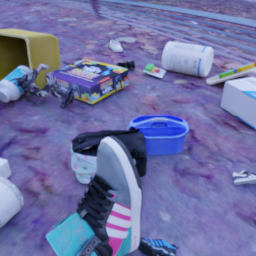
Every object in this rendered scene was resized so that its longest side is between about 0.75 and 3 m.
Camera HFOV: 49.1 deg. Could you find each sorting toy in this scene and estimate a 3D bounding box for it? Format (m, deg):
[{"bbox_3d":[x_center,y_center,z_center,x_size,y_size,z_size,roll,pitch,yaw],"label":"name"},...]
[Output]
[{"bbox_3d":[5.395,-2.675,12.901,2.581,0.509,2.789,-23,11,-30],"label":"sorting toy"}]

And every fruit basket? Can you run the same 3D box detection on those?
[{"bbox_3d":[1.350,-2.872,14.394,1.000,0.469,0.927,25,39,5],"label":"fruit basket"}]

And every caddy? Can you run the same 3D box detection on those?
[{"bbox_3d":[0.978,0.119,9.064,1.917,1.006,1.355,-2,32,-2],"label":"caddy"}]

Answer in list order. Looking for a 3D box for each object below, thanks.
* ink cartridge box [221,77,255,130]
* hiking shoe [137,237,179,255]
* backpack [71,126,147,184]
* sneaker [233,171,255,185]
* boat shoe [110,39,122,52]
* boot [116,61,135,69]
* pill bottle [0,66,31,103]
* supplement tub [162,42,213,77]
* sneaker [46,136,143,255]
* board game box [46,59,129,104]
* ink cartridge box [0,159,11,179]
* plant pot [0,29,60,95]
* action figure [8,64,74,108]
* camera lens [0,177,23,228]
[{"bbox_3d":[5.405,-1.124,10.805,2.786,1.196,2.040,-10,34,-20],"label":"ink cartridge box"},{"bbox_3d":[0.584,2.530,5.960,0.923,0.343,0.400,21,29,13],"label":"hiking shoe"},{"bbox_3d":[-0.548,0.788,7.735,2.068,1.309,1.726,-1,21,0],"label":"backpack"},{"bbox_3d":[3.316,1.342,7.707,0.861,0.338,0.342,-3,54,-3],"label":"sneaker"},{"bbox_3d":[-0.778,-5.340,17.954,0.566,0.653,1.532,-12,34,-18],"label":"boat shoe"},{"bbox_3d":[-0.118,-3.219,14.684,0.952,0.479,1.274,-1,29,7],"label":"boot"},{"bbox_3d":[-4.848,-1.840,12.041,0.958,0.958,1.728,12,46,19],"label":"pill bottle"},{"bbox_3d":[3.037,-3.512,14.308,2.265,1.495,1.495,18,37,25],"label":"supplement tub"},{"bbox_3d":[-0.691,1.580,5.139,1.647,2.727,1.140,-21,31,-31],"label":"sneaker"},{"bbox_3d":[-1.831,-2.221,12.718,2.916,0.827,2.410,21,39,34],"label":"board game box"},{"bbox_3d":[-3.993,1.362,7.508,0.978,0.567,1.325,11,35,17],"label":"ink cartridge box"},{"bbox_3d":[-4.626,-3.375,13.228,2.534,2.550,2.609,15,32,22],"label":"plant pot"},{"bbox_3d":[-3.382,-1.733,11.215,2.527,1.289,1.502,22,-8,3],"label":"action figure"},{"bbox_3d":[-3.132,1.815,6.395,0.989,0.989,1.236,16,36,23],"label":"camera lens"}]
